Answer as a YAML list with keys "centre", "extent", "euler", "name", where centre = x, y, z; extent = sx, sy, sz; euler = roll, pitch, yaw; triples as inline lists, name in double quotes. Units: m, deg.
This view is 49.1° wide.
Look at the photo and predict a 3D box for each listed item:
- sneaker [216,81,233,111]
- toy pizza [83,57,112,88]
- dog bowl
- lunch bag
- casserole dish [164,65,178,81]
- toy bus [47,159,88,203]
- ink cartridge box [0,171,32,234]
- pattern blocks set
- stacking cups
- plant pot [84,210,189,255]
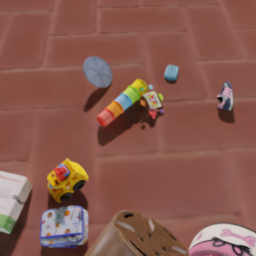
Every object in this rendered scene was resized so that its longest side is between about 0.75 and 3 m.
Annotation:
- centre: [3.979, -1.390, 11.647]
  extent: [0.608, 0.520, 1.482]
  euler: [7, 54, 1]
  name: "sneaker"
- centre: [-1.326, -2.393, 12.148]
  extent: [1.459, 0.231, 1.459]
  euler: [14, 66, -34]
  name: "toy pizza"
- centre: [2.439, 3.747, 6.571]
  extent: [1.009, 2.736, 2.736]
  euler: [-10, 48, -48]
  name: "dog bowl"
- centre: [-1.886, 2.996, 8.377]
  extent: [1.453, 0.549, 1.165]
  euler: [-9, 58, 9]
  name: "lunch bag"
- centre: [1.962, -2.523, 12.667]
  extent: [0.574, 0.184, 0.948]
  euler: [13, 55, 9]
  name: "casserole dish"
- centre: [-2.115, 1.645, 8.948]
  extent: [1.303, 1.251, 0.884]
  euler: [-41, 62, -5]
  name: "toy bus"
- centre: [-3.983, 2.319, 8.887]
  extent: [1.202, 0.694, 1.646]
  euler: [11, 55, 10]
  name: "ink cartridge box"
- centre: [0.978, -1.107, 11.342]
  extent: [1.140, 0.105, 1.297]
  euler: [-33, 87, -33]
  name: "pattern blocks set"
- centre: [-0.275, -1.003, 11.327]
  extent: [0.741, 0.741, 2.449]
  euler: [39, 67, 24]
  name: "stacking cups"
- centre: [-0.108, 3.514, 6.134]
  extent: [2.728, 2.728, 2.701]
  euler: [34, 99, 22]
  name: "plant pot"
